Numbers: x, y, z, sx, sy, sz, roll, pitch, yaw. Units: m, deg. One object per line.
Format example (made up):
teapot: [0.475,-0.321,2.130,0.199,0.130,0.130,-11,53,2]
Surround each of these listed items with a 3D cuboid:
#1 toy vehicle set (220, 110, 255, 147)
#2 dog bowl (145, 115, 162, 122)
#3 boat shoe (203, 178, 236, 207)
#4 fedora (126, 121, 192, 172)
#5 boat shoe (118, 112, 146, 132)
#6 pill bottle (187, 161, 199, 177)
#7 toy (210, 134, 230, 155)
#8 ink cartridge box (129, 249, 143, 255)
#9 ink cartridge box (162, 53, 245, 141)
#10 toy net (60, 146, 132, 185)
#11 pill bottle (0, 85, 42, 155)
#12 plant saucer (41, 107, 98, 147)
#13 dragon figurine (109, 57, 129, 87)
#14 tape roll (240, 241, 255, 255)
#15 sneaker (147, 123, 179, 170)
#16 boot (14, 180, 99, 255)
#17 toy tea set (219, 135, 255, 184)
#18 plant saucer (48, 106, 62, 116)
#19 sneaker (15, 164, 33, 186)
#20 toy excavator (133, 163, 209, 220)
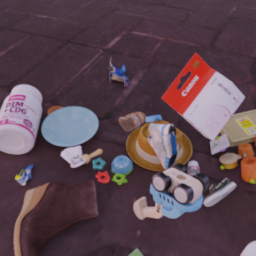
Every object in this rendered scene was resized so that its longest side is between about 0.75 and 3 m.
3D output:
toy vehicle set: [5.195,-0.037,12.317,2.356,0.312,1.464,-12,47,-12]
dog bowl: [1.008,-0.371,11.101,0.756,0.187,0.422,-10,7,-39]
boat shoe: [3.147,2.266,9.929,1.543,0.546,0.491,-22,49,-30]
fedora: [1.271,0.492,11.242,2.703,1.102,2.703,1,46,-1]
boat shoe: [0.151,-0.231,9.620,0.545,0.574,1.517,-32,12,-22]
pill bottle: [2.463,1.663,10.546,0.450,0.450,0.776,4,46,4]
toy: [3.703,0.717,11.221,0.744,0.305,1.293,-31,14,21]
ink cartridge box: [-0.431,4.695,7.270,2.805,0.832,1.456,-28,52,-25]
ink cartridge box: [2.812,-1.072,10.243,2.108,2.594,0.740,-53,30,0]
toy net: [-1.287,1.474,10.725,2.813,0.543,1.476,8,49,11]
pill bottle: [-4.556,-0.440,11.802,1.615,1.615,2.849,-3,45,-2]
plant saucer: [-2.485,0.029,12.152,2.425,0.467,2.425,-1,45,1]
dragon figurine: [-0.464,-2.957,14.973,1.098,0.650,2.208,-3,46,-3]
tape roll: [3.989,4.068,8.130,1.425,0.498,1.425,0,46,0]
sneaker: [1.214,0.627,10.128,1.002,2.311,0.866,17,51,28]
boot: [-2.162,2.899,8.866,2.430,1.057,2.921,-7,42,-3]
toy tea set: [4.955,1.215,10.893,2.721,1.007,1.618,-28,22,-21]
plant saucer: [-3.401,-0.785,13.183,0.777,0.145,0.777,0,45,0]
sneaker: [-3.857,1.750,10.547,0.388,0.432,1.051,-21,23,19]
toy excavator: [1.118,2.205,8.463,2.177,2.239,1.118,24,28,37]
